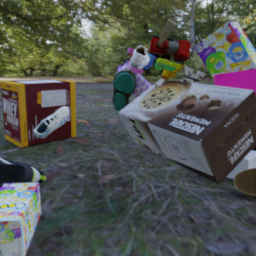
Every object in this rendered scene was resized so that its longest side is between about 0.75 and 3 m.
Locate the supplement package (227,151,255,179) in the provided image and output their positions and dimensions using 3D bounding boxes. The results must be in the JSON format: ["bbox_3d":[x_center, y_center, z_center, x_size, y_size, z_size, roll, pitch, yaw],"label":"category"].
[{"bbox_3d":[3.170,1.018,7.725,0.861,0.653,0.648,-12,17,-43],"label":"supplement package"}]

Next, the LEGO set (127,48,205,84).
[{"bbox_3d":[1.070,-1.780,9.491,2.654,1.089,1.012,15,16,-11],"label":"LEGO set"}]

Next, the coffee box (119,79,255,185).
[{"bbox_3d":[1.163,-0.110,5.729,1.454,1.026,2.572,-39,30,-17],"label":"coffee box"}]

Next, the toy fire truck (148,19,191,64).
[{"bbox_3d":[1.806,-3.510,11.562,1.708,1.249,1.941,11,5,-1],"label":"toy fire truck"}]

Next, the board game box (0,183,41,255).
[{"bbox_3d":[-2.063,1.598,4.983,0.715,0.728,1.388,-1,13,-5],"label":"board game box"}]

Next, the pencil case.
[{"bbox_3d":[0.368,-2.007,12.887,2.209,0.927,0.944,42,-2,-23],"label":"pencil case"}]

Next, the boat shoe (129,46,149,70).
[{"bbox_3d":[0.346,-1.946,7.456,0.474,0.467,1.337,25,28,4],"label":"boat shoe"}]

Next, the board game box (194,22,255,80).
[{"bbox_3d":[3.607,-2.021,9.352,1.367,2.607,1.343,-33,-2,36],"label":"board game box"}]

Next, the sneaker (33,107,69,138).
[{"bbox_3d":[-1.886,-0.141,6.940,0.372,1.036,0.375,44,-8,13],"label":"sneaker"}]

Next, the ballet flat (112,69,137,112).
[{"bbox_3d":[-0.101,-1.306,8.740,0.775,0.775,2.088,-4,-25,-15],"label":"ballet flat"}]

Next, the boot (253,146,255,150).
[{"bbox_3d":[4.379,0.166,10.948,1.899,0.863,2.260,16,13,40],"label":"boot"}]

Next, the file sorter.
[{"bbox_3d":[3.333,-0.653,7.352,1.915,1.201,1.331,-5,51,21],"label":"file sorter"}]

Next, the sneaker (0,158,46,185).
[{"bbox_3d":[-2.997,1.224,7.339,1.949,0.699,0.807,8,-9,29],"label":"sneaker"}]

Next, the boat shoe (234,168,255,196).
[{"bbox_3d":[3.445,1.317,6.694,1.903,0.686,0.618,-5,-24,0],"label":"boat shoe"}]

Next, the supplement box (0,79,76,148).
[{"bbox_3d":[-3.582,-0.703,11.362,2.414,2.381,1.603,-11,19,-43],"label":"supplement box"}]
